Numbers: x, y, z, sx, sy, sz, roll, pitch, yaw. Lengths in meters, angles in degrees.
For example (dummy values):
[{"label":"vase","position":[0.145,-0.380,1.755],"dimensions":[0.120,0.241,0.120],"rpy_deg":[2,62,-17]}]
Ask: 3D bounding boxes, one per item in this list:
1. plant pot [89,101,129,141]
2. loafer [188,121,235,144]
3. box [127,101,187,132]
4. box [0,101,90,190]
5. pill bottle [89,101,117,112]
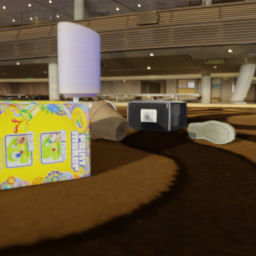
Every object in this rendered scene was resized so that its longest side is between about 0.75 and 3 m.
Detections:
[{"label":"plant pot","position":[-0.759,-0.121,11.231],"dimensions":[1.388,1.591,1.591],"rpy_deg":[27,21,32]},{"label":"loafer","position":[3.322,0.097,10.933],"dimensions":[0.798,0.862,2.293],"rpy_deg":[-8,9,-27]},{"label":"box","position":[1.600,-0.723,15.211],"dimensions":[2.478,1.527,2.458],"rpy_deg":[4,7,31]},{"label":"box","position":[-2.630,0.195,6.547],"dimensions":[2.649,1.678,2.750],"rpy_deg":[-4,7,-30]},{"label":"pill bottle","position":[-1.781,-0.610,14.108],"dimensions":[1.389,1.389,2.503],"rpy_deg":[4,11,31]}]
